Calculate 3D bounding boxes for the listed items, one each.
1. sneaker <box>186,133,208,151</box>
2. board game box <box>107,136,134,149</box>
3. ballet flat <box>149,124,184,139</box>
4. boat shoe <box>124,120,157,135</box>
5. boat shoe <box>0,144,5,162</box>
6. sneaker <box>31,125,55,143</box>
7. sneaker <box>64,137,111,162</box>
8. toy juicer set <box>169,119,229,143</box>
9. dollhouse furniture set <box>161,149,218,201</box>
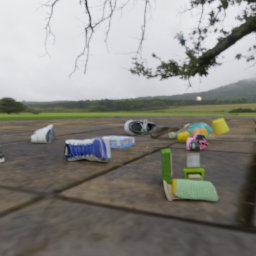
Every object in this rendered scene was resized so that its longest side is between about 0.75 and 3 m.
[{"bbox_3d":[2.691,0.569,10.485,0.676,0.560,1.418,7,16,32],"label":"sneaker"},{"bbox_3d":[-0.509,0.570,11.391,1.153,0.322,1.129,2,5,28],"label":"board game box"},{"bbox_3d":[1.889,0.179,13.537,1.796,0.416,0.605,-16,6,22],"label":"ballet flat"},{"bbox_3d":[0.773,-0.020,15.721,0.787,0.851,2.305,-14,-15,41],"label":"boat shoe"},{"bbox_3d":[-4.373,0.632,8.630,0.737,0.628,2.203,-4,6,-44],"label":"boat shoe"},{"bbox_3d":[-3.864,0.279,12.810,0.882,0.754,2.025,-5,4,-4],"label":"sneaker"},{"bbox_3d":[-1.267,0.683,8.132,1.062,0.743,1.839,-6,0,-27],"label":"sneaker"},{"bbox_3d":[2.949,0.338,12.774,1.894,0.810,2.977,-23,6,-22],"label":"toy juicer set"},{"bbox_3d":[1.111,0.841,5.330,0.904,0.693,1.380,-2,5,5],"label":"dollhouse furniture set"}]
